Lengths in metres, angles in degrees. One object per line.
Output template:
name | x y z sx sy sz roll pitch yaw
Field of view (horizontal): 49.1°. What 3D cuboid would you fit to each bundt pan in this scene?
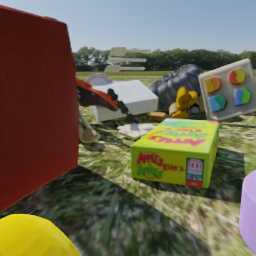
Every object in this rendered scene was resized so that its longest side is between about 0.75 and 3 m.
bundt pan | 1.863 -1.668 10.930 2.506 0.940 2.506 -28 15 8

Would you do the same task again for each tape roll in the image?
tape roll | 2.079 0.952 2.894 1.704 0.559 1.704 -1 13 0

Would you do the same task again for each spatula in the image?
spatula | 0.023 -2.020 8.315 1.350 0.939 0.108 -6 51 -25

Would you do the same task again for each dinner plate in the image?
dinner plate | -1.125 -1.476 10.791 1.270 1.270 0.154 -4 4 -18

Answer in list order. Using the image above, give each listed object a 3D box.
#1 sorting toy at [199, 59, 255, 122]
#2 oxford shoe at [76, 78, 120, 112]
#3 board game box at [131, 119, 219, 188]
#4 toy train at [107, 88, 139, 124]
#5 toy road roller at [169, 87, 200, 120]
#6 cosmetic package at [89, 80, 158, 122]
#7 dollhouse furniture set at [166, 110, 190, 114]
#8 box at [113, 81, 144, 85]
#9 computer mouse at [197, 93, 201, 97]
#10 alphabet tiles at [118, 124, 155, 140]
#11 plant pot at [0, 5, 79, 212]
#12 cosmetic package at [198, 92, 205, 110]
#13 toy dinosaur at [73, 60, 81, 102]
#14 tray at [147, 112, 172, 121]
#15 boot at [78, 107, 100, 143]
sorting toy | 3.182 -1.198 8.923 1.670 1.805 0.329 -16 -21 28
oxford shoe | -1.107 -0.909 8.988 1.997 0.724 0.711 31 10 26
board game box | 1.057 0.346 5.478 1.243 0.583 2.447 5 14 20
toy train | -0.149 -0.577 8.198 0.245 1.436 0.329 -37 15 4
toy road roller | 1.750 -0.810 9.145 1.111 0.811 0.682 -27 32 26
cosmetic package | -0.288 -1.039 10.099 2.228 0.576 1.680 -11 33 -19
dollhouse furniture set | 2.025 -0.976 11.010 1.021 0.666 0.964 -6 17 -31
box | -0.304 -1.491 12.474 1.129 1.081 2.265 -6 14 -25
computer mouse | 2.550 -1.783 11.043 0.251 0.766 1.091 -7 42 -29
alphabet tiles | 0.343 0.077 7.475 1.173 0.086 1.147 -14 26 -43
plant pot | -2.368 -0.630 4.110 2.801 2.468 2.798 20 18 16
cosmetic package | 3.466 -1.206 11.688 2.433 0.865 1.280 6 13 24
toy dinosaur | -2.258 -1.593 8.580 1.996 2.942 1.503 27 21 2
tray | 1.026 -0.367 9.179 0.371 0.139 0.752 34 -15 -37
boot | -1.130 -0.120 6.715 0.389 0.834 1.078 -32 30 -25
